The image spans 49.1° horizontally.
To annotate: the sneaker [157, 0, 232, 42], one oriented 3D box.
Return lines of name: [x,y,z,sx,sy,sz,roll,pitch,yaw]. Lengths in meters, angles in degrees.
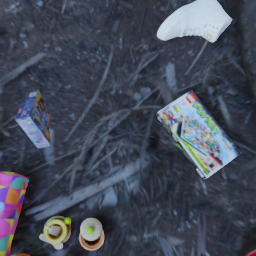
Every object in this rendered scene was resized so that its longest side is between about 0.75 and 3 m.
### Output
sneaker: [2.188,-3.190,8.887,2.335,0.860,1.350,-33,76,-9]

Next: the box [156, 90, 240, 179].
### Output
box: [2.044,0.173,8.312,1.291,0.407,2.346,-34,79,-8]

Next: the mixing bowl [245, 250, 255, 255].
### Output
mixing bowl: [3.448,3.976,7.073,1.957,1.060,1.957,0,76,0]

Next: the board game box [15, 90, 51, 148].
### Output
board game box: [-2.044,-0.122,6.300,0.324,1.051,1.052,-11,38,3]

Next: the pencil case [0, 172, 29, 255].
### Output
pencil case: [-3.402,2.328,7.533,1.003,1.003,2.270,10,77,2]

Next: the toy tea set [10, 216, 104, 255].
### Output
toy tea set: [-1.967,3.355,7.198,1.760,1.096,2.960,41,80,9]
